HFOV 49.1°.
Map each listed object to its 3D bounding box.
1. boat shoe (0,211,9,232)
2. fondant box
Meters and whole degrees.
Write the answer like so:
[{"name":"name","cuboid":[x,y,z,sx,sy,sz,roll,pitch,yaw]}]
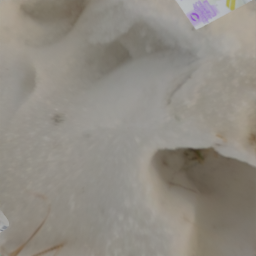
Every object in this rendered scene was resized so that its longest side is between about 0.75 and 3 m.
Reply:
[{"name":"boat shoe","cuboid":[-3.697,1.832,6.710,0.624,0.683,1.898,-42,89,-13]},{"name":"fondant box","cuboid":[1.764,-2.917,5.706,1.201,1.665,0.485,47,64,-19]}]
